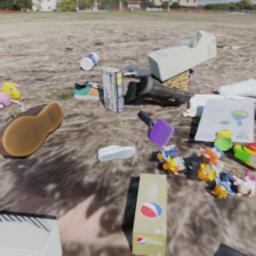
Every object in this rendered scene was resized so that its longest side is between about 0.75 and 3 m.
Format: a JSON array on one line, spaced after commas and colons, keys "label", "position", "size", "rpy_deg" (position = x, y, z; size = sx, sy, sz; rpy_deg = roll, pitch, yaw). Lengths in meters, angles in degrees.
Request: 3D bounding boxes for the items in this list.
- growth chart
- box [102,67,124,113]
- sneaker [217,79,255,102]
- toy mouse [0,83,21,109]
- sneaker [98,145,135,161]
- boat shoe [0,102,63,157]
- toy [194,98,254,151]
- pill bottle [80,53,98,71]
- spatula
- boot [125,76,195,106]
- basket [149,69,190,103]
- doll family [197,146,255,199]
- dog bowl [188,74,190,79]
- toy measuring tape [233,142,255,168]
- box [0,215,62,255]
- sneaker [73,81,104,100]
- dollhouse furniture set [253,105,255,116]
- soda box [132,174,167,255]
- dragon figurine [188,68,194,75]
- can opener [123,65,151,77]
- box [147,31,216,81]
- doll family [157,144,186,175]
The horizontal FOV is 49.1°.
[{"label": "growth chart", "position": [3.239, -0.898, 11.123], "size": [1.836, 0.225, 2.537], "rpy_deg": [8, 27, 15]}, {"label": "box", "position": [-0.575, -1.435, 10.635], "size": [0.279, 1.605, 0.883], "rpy_deg": [-24, 35, -34]}, {"label": "sneaker", "position": [5.007, -1.691, 12.012], "size": [2.210, 0.889, 0.844], "rpy_deg": [8, 29, 20]}, {"label": "toy mouse", "position": [-5.719, -1.328, 11.605], "size": [2.587, 0.563, 2.911], "rpy_deg": [-22, 34, -38]}, {"label": "sneaker", "position": [-0.330, 0.634, 7.742], "size": [1.049, 0.383, 0.371], "rpy_deg": [-7, 41, -11]}, {"label": "boat shoe", "position": [-3.018, 0.051, 8.330], "size": [1.054, 1.055, 2.996], "rpy_deg": [-9, 16, 16]}, {"label": "toy", "position": [3.157, -0.132, 8.975], "size": [1.572, 0.645, 2.731], "rpy_deg": [2, 29, 24]}, {"label": "pill bottle", "position": [-2.271, -3.986, 16.715], "size": [0.752, 0.752, 1.299], "rpy_deg": [6, 32, 13]}, {"label": "spatula", "position": [0.770, -0.123, 9.272], "size": [0.271, 0.746, 2.639], "rpy_deg": [23, 11, -20]}, {"label": "boot", "position": [1.141, -1.244, 10.970], "size": [2.090, 0.831, 2.400], "rpy_deg": [14, -8, -24]}, {"label": "basket", "position": [1.632, -2.125, 12.136], "size": [1.483, 1.548, 2.077], "rpy_deg": [-3, 27, -5]}, {"label": "doll family", "position": [2.169, 1.168, 6.513], "size": [1.600, 0.721, 0.993], "rpy_deg": [41, 34, 26]}, {"label": "dog bowl", "position": [2.836, -2.927, 14.202], "size": [0.808, 0.359, 1.449], "rpy_deg": [16, -9, 9]}, {"label": "toy measuring tape", "position": [3.520, 0.821, 7.075], "size": [0.683, 0.683, 1.858], "rpy_deg": [-16, 27, -30]}, {"label": "box", "position": [-2.217, 1.942, 4.582], "size": [2.080, 0.854, 0.711], "rpy_deg": [4, 26, 6]}, {"label": "sneaker", "position": [-1.462, -1.648, 12.076], "size": [1.824, 0.729, 0.651], "rpy_deg": [-3, 26, -5]}, {"label": "dollhouse furniture set", "position": [4.435, -0.540, 10.203], "size": [1.139, 0.590, 0.504], "rpy_deg": [22, 74, 37]}, {"label": "soda box", "position": [0.460, 1.627, 5.547], "size": [0.586, 0.554, 1.732], "rpy_deg": [3, 27, 6]}, {"label": "dragon figurine", "position": [2.361, -2.567, 13.476], "size": [0.687, 1.161, 2.335], "rpy_deg": [-8, 27, -18]}, {"label": "can opener", "position": [0.704, -3.012, 14.540], "size": [2.148, 0.718, 0.573], "rpy_deg": [-1, 6, 30]}, {"label": "box", "position": [2.099, -2.838, 10.935], "size": [2.509, 0.858, 1.031], "rpy_deg": [-27, 38, -9]}, {"label": "doll family", "position": [1.043, 0.751, 7.041], "size": [0.548, 0.398, 0.883], "rpy_deg": [-22, 58, 4]}]
